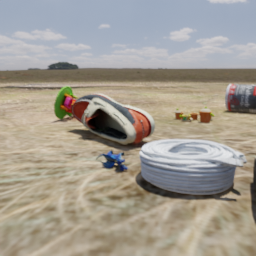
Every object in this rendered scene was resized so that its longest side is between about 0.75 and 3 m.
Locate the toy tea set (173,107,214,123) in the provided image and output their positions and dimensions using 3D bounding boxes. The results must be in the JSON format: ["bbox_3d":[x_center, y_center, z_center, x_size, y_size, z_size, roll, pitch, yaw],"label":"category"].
[{"bbox_3d":[2.378,-0.538,10.171,1.482,0.549,0.881,3,12,15],"label":"toy tea set"}]

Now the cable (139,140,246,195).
[{"bbox_3d":[0.985,0.572,4.687,1.586,0.549,1.586,-1,11,3],"label":"cable"}]

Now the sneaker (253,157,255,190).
[{"bbox_3d":[2.161,0.729,3.571,0.919,0.647,1.730,1,10,19],"label":"sneaker"}]

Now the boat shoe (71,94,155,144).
[{"bbox_3d":[-0.687,-0.236,7.518,2.961,1.054,0.926,19,31,40],"label":"boat shoe"}]

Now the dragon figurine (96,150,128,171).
[{"bbox_3d":[-0.337,0.596,5.273,0.873,0.257,0.434,8,13,29],"label":"dragon figurine"}]

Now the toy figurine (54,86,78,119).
[{"bbox_3d":[-1.665,-0.679,10.422,1.542,1.258,1.675,17,-9,14],"label":"toy figurine"}]

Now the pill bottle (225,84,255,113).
[{"bbox_3d":[5.395,-1.271,12.199,2.062,1.195,1.195,7,13,31],"label":"pill bottle"}]
